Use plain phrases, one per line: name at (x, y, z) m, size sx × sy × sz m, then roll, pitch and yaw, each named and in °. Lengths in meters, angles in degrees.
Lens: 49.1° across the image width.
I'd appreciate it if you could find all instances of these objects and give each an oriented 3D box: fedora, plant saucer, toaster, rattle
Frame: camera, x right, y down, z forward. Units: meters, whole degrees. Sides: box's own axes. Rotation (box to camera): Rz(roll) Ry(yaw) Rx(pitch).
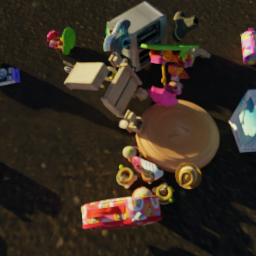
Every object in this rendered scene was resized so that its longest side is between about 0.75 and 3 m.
fedora at (1.758, 1.479, 8.357) m, size 0.844 × 0.844 × 0.344 m, roll 31°, pitch 26°, yaw 18°
plant saucer at (1.795, 0.168, 10.164) m, size 3.001 × 0.484 × 3.001 m, roll 0°, pitch 58°, yaw 1°
toaster at (0.453, -3.490, 10.761) m, size 2.169 × 1.962 × 1.287 m, roll -35°, pitch 61°, yaw -15°
rattle at (-0.800, -1.832, 9.838) m, size 0.888 × 0.578 × 0.634 m, roll 24°, pitch 55°, yaw -30°

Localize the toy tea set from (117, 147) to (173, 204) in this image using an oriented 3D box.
toy tea set at (0.398, 1.594, 9.018) m, size 1.390 × 0.865 × 2.337 m, roll -29°, pitch 62°, yaw -17°

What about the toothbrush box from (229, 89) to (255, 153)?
toothbrush box at (4.293, -0.204, 9.554) m, size 0.807 × 1.891 × 1.385 m, roll -3°, pitch 57°, yaw -5°

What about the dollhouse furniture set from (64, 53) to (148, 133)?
dollhouse furniture set at (-0.485, -1.181, 9.469) m, size 1.269 × 2.868 × 1.486 m, roll 10°, pitch 65°, yaw 41°

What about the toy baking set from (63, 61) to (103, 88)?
toy baking set at (-1.567, -1.769, 9.711) m, size 1.190 × 1.551 × 0.180 m, roll 15°, pitch 76°, yaw 27°

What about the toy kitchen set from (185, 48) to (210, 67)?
toy kitchen set at (2.917, -3.044, 12.340) m, size 0.933 × 0.841 × 0.761 m, roll 14°, pitch 10°, yaw -29°

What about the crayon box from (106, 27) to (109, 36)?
crayon box at (0.342, -4.068, 12.450) m, size 2.334 × 0.680 × 1.386 m, roll -16°, pitch 74°, yaw -15°

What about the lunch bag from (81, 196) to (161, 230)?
lunch bag at (-0.236, 2.277, 7.567) m, size 1.974 × 1.739 × 0.809 m, roll -16°, pitch 70°, yaw 28°

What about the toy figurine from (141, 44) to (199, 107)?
toy figurine at (1.529, -1.883, 10.175) m, size 2.373 × 2.184 × 1.782 m, roll -15°, pitch 25°, yaw -39°

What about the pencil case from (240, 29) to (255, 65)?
pencil case at (5.407, -3.578, 12.407) m, size 0.742 × 0.742 × 1.679 m, roll 7°, pitch 59°, yaw 4°

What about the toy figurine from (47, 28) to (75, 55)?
toy figurine at (-3.166, -3.930, 12.726) m, size 1.137 × 0.928 × 1.236 m, roll 9°, pitch 82°, yaw 22°

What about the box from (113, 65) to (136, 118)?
box at (-0.140, -1.357, 10.512) m, size 0.367 × 1.267 × 1.594 m, roll 17°, pitch 58°, yaw 2°

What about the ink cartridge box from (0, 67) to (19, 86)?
ink cartridge box at (-5.053, -2.202, 11.844) m, size 0.841 × 0.182 × 0.833 m, roll -12°, pitch 58°, yaw -9°

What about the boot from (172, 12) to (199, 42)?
boot at (2.176, -3.900, 10.216) m, size 0.561 × 1.002 × 1.448 m, roll 25°, pitch 58°, yaw -30°

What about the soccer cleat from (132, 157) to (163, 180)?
soccer cleat at (0.567, 1.181, 8.262) m, size 0.477 × 0.386 × 1.105 m, roll -14°, pitch 31°, yaw -32°

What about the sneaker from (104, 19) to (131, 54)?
sneaker at (-0.177, -2.841, 8.859) m, size 0.693 × 0.589 × 1.518 m, roll 24°, pitch 60°, yaw 8°
